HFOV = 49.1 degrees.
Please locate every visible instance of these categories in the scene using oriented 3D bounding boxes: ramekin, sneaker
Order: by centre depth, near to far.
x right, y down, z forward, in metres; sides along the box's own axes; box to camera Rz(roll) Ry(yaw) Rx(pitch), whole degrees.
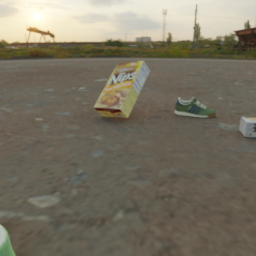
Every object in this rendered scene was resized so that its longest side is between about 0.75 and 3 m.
[{"bbox_3d":[-2.302,1.924,4.113,1.184,0.578,1.184,0,18,0],"label":"ramekin"},{"bbox_3d":[3.018,-0.954,12.614,1.851,0.831,0.621,6,19,17],"label":"sneaker"}]

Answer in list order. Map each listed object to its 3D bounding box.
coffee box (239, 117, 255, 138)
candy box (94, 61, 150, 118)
[{"bbox_3d":[4.883,-0.014,10.126,1.432,0.571,0.819,3,18,8],"label":"coffee box"},{"bbox_3d":[-0.253,-1.730,12.449,1.527,0.731,2.645,6,61,37],"label":"candy box"}]
